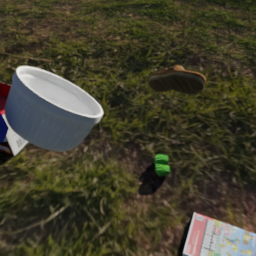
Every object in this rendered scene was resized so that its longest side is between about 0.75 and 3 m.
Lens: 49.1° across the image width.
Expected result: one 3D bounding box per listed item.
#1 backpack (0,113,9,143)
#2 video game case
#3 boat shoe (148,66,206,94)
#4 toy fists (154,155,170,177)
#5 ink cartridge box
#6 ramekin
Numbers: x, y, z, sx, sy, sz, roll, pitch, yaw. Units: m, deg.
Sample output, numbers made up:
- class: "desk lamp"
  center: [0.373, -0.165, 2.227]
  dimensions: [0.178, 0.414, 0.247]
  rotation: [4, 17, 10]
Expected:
- class: "backpack"
  center: [-3.919, 0.018, 7.193]
  dimensions: [1.196, 0.972, 1.003]
  rotation: [-5, 38, 3]
- class: "video game case"
  center: [2.681, 3.367, 8.011]
  dimensions: [1.959, 0.171, 1.401]
  rotation: [16, 45, 17]
- class: "boat shoe"
  center: [1.474, -1.528, 8.308]
  dimensions: [0.735, 0.778, 2.163]
  rotation: [-50, 34, -18]
- class: "toy fists"
  center: [1.189, 1.354, 10.116]
  dimensions: [0.504, 0.340, 0.990]
  rotation: [6, 41, -4]
- class: "ink cartridge box"
  center: [-5.370, -0.585, 10.603]
  dimensions: [2.868, 2.518, 1.203]
  rotation: [17, 45, 19]
- class: "ramekin"
  center: [-2.271, -0.507, 8.341]
  dimensions: [2.733, 1.435, 2.733]
  rotation: [30, 17, -10]
